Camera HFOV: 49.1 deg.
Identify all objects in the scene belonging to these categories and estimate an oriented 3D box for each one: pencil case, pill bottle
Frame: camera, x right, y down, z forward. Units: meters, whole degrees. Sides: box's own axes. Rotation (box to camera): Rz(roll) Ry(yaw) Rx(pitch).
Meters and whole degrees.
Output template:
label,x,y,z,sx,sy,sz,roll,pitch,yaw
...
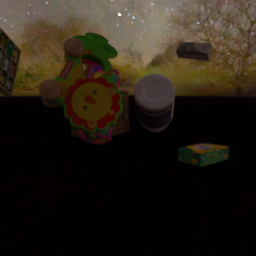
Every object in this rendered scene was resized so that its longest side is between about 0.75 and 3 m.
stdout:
label,x,y,z,sx,sy,sz,roll,pitch,yaw
pencil case,-0.780,-0.644,7.601,0.950,2.149,0.950,5,-22,2
pill bottle,0.842,-0.649,8.894,1.189,1.189,2.142,1,-23,7

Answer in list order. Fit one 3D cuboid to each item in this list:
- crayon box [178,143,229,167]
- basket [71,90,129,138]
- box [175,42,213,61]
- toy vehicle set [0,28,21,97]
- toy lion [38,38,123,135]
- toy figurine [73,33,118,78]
label,x,y,z,sx,sy,sz,roll,pitch,yaw
crayon box,1.669,0.577,6.190,1.026,0.299,0.609,-6,11,-36
basket,-0.992,-0.537,9.474,1.465,1.529,2.052,4,11,27
box,2.054,-2.390,8.711,1.058,0.435,0.362,14,-23,32
toy vehicle set,-3.429,-1.778,7.686,0.211,1.594,0.990,-5,-24,13
toy lion,-0.880,-0.836,6.127,1.751,1.827,0.627,23,-19,-3
toy figurine,-1.266,-1.901,8.896,1.407,1.725,1.874,15,33,-14
